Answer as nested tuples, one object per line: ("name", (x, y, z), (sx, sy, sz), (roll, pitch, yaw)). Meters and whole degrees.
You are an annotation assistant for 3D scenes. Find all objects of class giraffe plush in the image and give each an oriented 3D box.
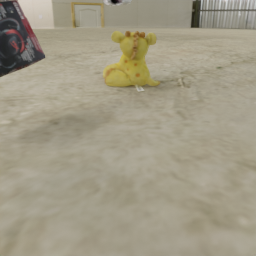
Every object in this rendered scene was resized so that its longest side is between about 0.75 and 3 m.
("giraffe plush", (0.138, -3.124, 12.435), (2.481, 2.332, 2.875), (-11, 26, -23))

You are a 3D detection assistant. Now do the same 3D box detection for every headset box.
("headset box", (-3.599, -2.422, 7.796), (0.916, 1.814, 2.441), (-13, 20, 33))

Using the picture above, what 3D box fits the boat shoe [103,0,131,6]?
("boat shoe", (-0.488, -4.422, 9.685), (1.268, 0.456, 0.434), (28, 39, 35))
